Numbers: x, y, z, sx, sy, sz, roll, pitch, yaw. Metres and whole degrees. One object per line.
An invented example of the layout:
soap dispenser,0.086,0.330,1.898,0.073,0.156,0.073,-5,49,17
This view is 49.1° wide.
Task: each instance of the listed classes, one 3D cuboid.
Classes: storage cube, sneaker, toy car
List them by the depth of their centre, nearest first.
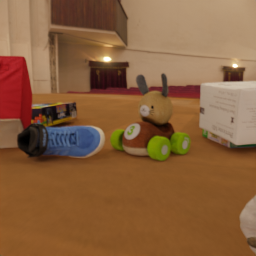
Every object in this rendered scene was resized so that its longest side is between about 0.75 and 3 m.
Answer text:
sneaker,-1.674,0.313,6.588,2.096,0.805,1.166,-1,-5,27
toy car,0.591,-0.384,7.488,1.661,2.105,1.729,-9,13,-43
storage cube,-3.658,-0.637,7.599,1.811,1.905,2.119,-1,-25,-13

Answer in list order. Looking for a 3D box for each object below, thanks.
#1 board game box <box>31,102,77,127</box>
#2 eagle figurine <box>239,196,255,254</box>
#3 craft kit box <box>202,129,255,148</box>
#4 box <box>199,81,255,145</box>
board game box,-3.927,-0.573,11.933,2.470,0.847,2.988,0,9,14
eagle figurine,2.153,0.821,1.595,2.458,1.855,1.865,-15,-30,-13
craft kit box,3.613,0.241,9.042,1.790,0.434,1.768,-2,7,-12
box,3.511,-0.530,7.998,2.218,1.450,2.207,-4,12,-11
